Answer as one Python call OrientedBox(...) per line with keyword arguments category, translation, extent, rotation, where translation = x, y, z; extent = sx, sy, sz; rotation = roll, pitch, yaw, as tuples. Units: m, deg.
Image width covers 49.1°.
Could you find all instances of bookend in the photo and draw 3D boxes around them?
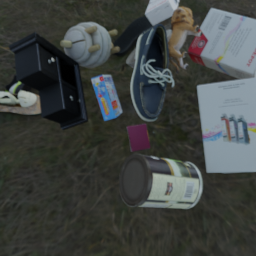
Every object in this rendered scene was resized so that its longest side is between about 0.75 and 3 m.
OrientedBox(category="bookend", translation=(-2.278, -1.255, 8.234), extent=(0.977, 2.121, 2.108), rotation=(-18, 71, 20))

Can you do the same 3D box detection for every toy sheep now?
OrientedBox(category="toy sheep", translation=(-1.344, -2.834, 9.589), extent=(1.678, 1.678, 2.435), rotation=(39, 25, 24))

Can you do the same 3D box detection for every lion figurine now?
OrientedBox(category="lion figurine", translation=(1.421, -2.502, 7.926), extent=(1.067, 0.631, 1.742), rotation=(35, 106, 35))

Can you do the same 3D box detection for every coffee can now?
OrientedBox(category="coffee can", translation=(0.721, 1.225, 6.262), extent=(1.520, 1.113, 1.113), rotation=(13, 48, -31))

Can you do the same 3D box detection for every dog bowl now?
OrientedBox(category="dog bowl", translation=(0.931, -2.612, 9.358), extent=(2.092, 0.613, 2.092), rotation=(-35, 22, 16))

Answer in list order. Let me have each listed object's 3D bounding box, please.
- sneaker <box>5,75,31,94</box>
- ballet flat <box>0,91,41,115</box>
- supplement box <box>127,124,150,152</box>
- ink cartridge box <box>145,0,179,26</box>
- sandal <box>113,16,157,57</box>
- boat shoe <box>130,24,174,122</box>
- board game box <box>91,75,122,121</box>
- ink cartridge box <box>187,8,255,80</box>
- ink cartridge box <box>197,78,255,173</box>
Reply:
OrientedBox(category="sneaker", translation=(-4.445, -2.249, 12.030), extent=(0.938, 0.812, 2.266), rotation=(19, 57, 13))
OrientedBox(category="ballet flat", translation=(-4.435, -1.043, 11.115), extent=(2.651, 0.892, 0.902), rotation=(-2, 54, -2))
OrientedBox(category="supplement box", translation=(0.285, 0.279, 7.466), extent=(0.499, 1.166, 0.643), rotation=(-10, 86, 2))
OrientedBox(category="ink cartridge box", translation=(1.174, -4.153, 9.442), extent=(0.916, 0.537, 1.251), rotation=(-15, 44, 35))
OrientedBox(category="sandal", translation=(0.291, -4.511, 13.840), extent=(1.086, 0.692, 2.890), rotation=(40, 76, 24))
OrientedBox(category="boat shoe", translation=(0.721, -1.543, 7.761), extent=(1.012, 0.836, 2.703), rotation=(13, 75, -23))
OrientedBox(category="board game box", translation=(-0.605, -0.921, 8.315), extent=(0.353, 1.263, 1.236), rotation=(-16, 98, 10))
OrientedBox(category="ink cartridge box", translation=(3.358, -2.626, 9.017), extent=(2.264, 0.938, 1.650), rotation=(31, 92, 29))
OrientedBox(category="ink cartridge box", translation=(2.737, -0.070, 7.016), extent=(1.562, 1.570, 2.160), rotation=(-5, 94, 25))
